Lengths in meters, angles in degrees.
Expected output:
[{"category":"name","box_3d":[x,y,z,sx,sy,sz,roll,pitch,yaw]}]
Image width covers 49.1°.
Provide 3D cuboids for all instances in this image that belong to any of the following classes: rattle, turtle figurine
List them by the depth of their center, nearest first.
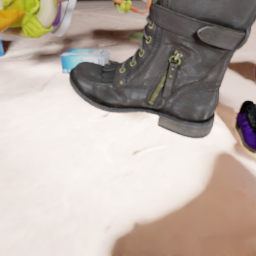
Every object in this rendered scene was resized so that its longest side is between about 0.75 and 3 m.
[{"category":"turtle figurine","box_3d":[-0.634,-3.041,5.295,1.854,2.299,0.740,-16,-1,-13]},{"category":"rattle","box_3d":[-2.580,-3.332,5.666,1.845,2.833,2.024,19,23,32]}]

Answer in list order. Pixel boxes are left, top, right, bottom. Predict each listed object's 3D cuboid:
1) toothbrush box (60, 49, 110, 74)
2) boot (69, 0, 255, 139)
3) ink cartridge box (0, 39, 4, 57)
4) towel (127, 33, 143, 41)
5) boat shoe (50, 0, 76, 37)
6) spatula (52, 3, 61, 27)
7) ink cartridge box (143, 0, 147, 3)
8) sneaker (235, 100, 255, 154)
[{"category":"toothbrush box","box_3d":[-1.484,-2.371,10.001,1.531,0.653,1.121,5,29,6]},{"category":"boot","box_3d":[0.336,-1.118,3.474,2.468,2.148,0.854,20,41,16]},{"category":"ink cartridge box","box_3d":[-6.147,-3.310,10.878,1.451,1.477,2.006,5,29,8]},{"category":"towel","box_3d":[0.999,-4.856,15.047,1.769,0.323,1.312,19,33,34]},{"category":"boat shoe","box_3d":[-1.953,-3.832,7.772,0.936,2.865,1.054,1,53,-29]},{"category":"spatula","box_3d":[-1.551,-3.694,6.631,0.262,2.553,0.722,29,25,10]},{"category":"ink cartridge box","box_3d":[0.582,-4.625,8.036,2.081,1.505,1.532,12,23,-43]},{"category":"sneaker","box_3d":[2.530,-0.087,5.551,0.544,0.778,1.564,0,28,0]}]
